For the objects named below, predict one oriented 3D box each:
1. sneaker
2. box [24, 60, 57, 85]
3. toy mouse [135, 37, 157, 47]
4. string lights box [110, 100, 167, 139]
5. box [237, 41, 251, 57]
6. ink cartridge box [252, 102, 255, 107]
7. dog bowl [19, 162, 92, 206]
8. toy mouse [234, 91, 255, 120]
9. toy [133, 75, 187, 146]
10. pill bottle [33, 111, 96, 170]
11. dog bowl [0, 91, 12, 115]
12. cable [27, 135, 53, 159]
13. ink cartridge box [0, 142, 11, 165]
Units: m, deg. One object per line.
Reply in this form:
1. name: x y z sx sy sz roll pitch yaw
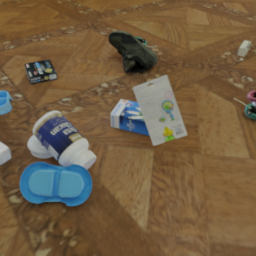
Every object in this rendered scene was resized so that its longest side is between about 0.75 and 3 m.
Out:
1. sneaker: -0.067 -3.591 13.343 2.736 1.046 1.567 39 51 9
2. box: -4.090 -2.638 13.070 1.226 0.355 1.542 -15 42 -18
3. toy mouse: 0.432 -4.133 14.675 2.126 0.463 2.392 -2 49 -6
4. string lights box: 0.514 -0.327 10.034 2.067 0.610 1.062 13 41 15
5. box: 6.207 -4.233 14.952 0.388 0.466 1.135 21 45 23
6. ink cartridge box: 5.397 -1.062 11.293 0.760 0.165 0.753 3 40 7
7. dog bowl: -1.892 1.505 7.561 1.934 0.479 1.078 3 79 3
8. toy mouse: 4.955 -0.832 10.706 1.895 0.413 2.132 8 50 7
9. toy: 0.837 -0.439 7.272 0.927 1.610 0.380 -19 3 14
10. pill bottle: -1.863 0.475 8.397 1.895 1.053 1.053 44 53 12
11. dog bowl: -5.054 -1.033 11.134 0.751 0.334 1.347 -10 41 -13
12. cable: -2.694 0.515 9.198 1.125 0.390 1.125 -6 41 -7
13. ink cartridge box: -4.999 0.987 8.537 1.750 0.614 2.153 26 42 28
